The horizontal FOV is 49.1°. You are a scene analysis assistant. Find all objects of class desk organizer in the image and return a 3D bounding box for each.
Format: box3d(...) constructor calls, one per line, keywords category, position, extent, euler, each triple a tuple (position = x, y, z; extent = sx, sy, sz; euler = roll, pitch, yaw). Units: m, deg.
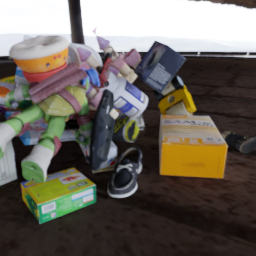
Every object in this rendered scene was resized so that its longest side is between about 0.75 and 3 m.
box3d(category="desk organizer", position=(-1.612, -0.155, 8.446), extent=(1.582, 0.567, 0.609), euler=(-1, 24, 12))

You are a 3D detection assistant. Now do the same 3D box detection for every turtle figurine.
box3d(category="turtle figurine", position=(-1.958, -0.040, 6.612), extent=(2.878, 2.071, 2.791), euler=(-13, 32, 34))

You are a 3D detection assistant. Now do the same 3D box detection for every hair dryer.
box3d(category="hair dryer", position=(-0.757, -1.680, 8.281), extent=(0.385, 1.080, 1.419), euler=(9, 50, -23))

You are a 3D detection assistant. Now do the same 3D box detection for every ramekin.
box3d(category="ramekin", position=(-2.262, -2.177, 10.976), extent=(2.409, 2.409, 1.122), euler=(11, 5, 30))

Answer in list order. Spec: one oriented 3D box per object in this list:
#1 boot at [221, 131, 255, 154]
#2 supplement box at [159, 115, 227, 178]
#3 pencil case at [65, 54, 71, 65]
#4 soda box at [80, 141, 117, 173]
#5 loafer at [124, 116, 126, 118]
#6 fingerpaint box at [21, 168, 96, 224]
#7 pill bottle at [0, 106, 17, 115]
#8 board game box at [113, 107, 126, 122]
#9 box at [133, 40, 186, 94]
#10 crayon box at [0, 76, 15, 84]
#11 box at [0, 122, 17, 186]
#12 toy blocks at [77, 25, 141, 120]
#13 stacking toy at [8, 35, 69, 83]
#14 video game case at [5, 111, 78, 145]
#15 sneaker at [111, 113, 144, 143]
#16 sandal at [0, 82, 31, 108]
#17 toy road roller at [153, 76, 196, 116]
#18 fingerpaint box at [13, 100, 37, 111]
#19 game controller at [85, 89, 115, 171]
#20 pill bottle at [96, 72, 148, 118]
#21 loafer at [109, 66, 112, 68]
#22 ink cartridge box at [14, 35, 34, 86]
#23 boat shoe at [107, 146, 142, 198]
box3d(category="boot", position=(3.666, 0.379, 9.032), extent=(1.321, 0.483, 0.995), euler=(-20, 28, -33))
box3d(category="supplement box", position=(1.727, 0.406, 8.127), extent=(1.632, 0.952, 2.589), euler=(2, 18, 5))
box3d(category="pencil case", position=(-2.657, -2.301, 9.830), extent=(1.265, 0.566, 0.492), euler=(-30, 32, -28))
box3d(category="soda box", position=(-0.938, 0.540, 8.215), extent=(0.713, 0.666, 2.092), euler=(-7, 19, -17))
box3d(category="loafer", position=(0.109, -0.685, 11.080), extent=(0.855, 0.307, 0.269), euler=(-25, 31, 13))
box3d(category="fingerpaint box", position=(-1.489, 1.395, 5.991), extent=(1.259, 0.462, 1.051), euler=(-13, 22, -35))
box3d(category="pill bottle", position=(-4.874, -0.846, 10.266), extent=(1.413, 0.794, 0.794), euler=(-18, 19, 3))
box3d(category="board game box", position=(-0.319, -0.910, 10.554), extent=(0.877, 1.304, 0.292), euler=(41, 7, 22))
box3d(category="box", position=(0.893, -1.873, 8.441), extent=(0.756, 1.217, 1.227), euler=(30, 13, -25))
box3d(category="crayon box", position=(-4.749, -1.594, 12.443), extent=(1.660, 1.432, 0.484), euler=(-22, 7, -24))
box3d(category="box", position=(-3.922, 0.766, 6.320), extent=(1.227, 1.439, 2.251), euler=(15, 24, 37))
box3d(category="toy blocks", position=(-1.108, -1.788, 9.553), extent=(2.444, 2.202, 2.616), euler=(-53, 25, -15))
box3d(category="stacking toy", position=(-2.539, -1.578, 8.978), extent=(1.809, 2.476, 1.809), euler=(-6, 33, 4))
box3d(category="video game case", position=(-2.525, -0.099, 9.503), extent=(2.644, 0.235, 1.892), euler=(-5, 32, -41))
box3d(category="sneaker", position=(-0.032, -0.141, 9.907), extent=(0.922, 0.812, 2.180), euler=(-5, 17, 19))
box3d(category="sandal", position=(-3.864, -1.006, 9.409), extent=(2.428, 0.696, 0.930), euler=(4, 36, -14))
box3d(category="toy road roller", position=(1.841, -0.915, 10.209), extent=(1.086, 1.767, 1.290), euler=(-31, -32, 28))
box3d(category="fingerpaint box", position=(-3.587, -0.861, 11.318), extent=(1.311, 0.576, 1.571), euler=(-12, -6, 25))
box3d(category="game controller", position=(-0.660, -0.063, 6.906), extent=(0.533, 1.320, 2.531), euler=(-1, 24, 2))
box3d(category="pill bottle", position=(-0.217, -1.098, 9.196), extent=(1.588, 0.951, 0.951), euler=(35, 1, -29))
box3d(category="loafer", position=(-0.889, -2.195, 11.015), extent=(0.348, 1.105, 0.397), euler=(22, 21, 22))
box3d(category="ink cartridge box", position=(-3.906, -2.288, 10.995), extent=(0.838, 1.455, 2.513), euler=(12, -19, -22))
box3d(category="boat shoe", position=(-0.031, 1.029, 6.894), extent=(0.712, 0.582, 1.928), euler=(6, 19, 16))
